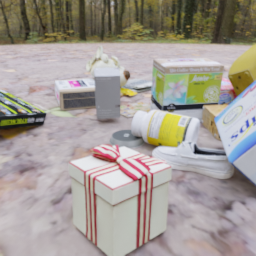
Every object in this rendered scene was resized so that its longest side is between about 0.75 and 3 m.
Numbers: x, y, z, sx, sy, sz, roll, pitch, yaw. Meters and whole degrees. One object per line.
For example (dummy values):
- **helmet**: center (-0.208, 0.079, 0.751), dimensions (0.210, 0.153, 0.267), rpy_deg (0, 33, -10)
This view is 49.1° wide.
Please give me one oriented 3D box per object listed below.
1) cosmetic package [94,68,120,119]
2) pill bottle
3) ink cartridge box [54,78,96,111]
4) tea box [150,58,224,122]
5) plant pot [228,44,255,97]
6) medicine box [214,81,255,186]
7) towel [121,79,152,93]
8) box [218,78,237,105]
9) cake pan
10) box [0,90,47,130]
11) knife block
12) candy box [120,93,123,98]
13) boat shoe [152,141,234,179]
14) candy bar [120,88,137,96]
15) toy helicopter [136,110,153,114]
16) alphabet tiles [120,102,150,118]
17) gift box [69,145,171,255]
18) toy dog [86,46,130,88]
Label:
- **cosmetic package**: center (-0.794, -1.333, 10.803), dimensions (0.993, 1.859, 0.838), rpy_deg (-4, 38, -5)
- **pill bottle**: center (1.167, 0.062, 8.935), dimensions (1.991, 1.120, 1.120), rpy_deg (14, 25, 24)
- **ink cartridge box**: center (-2.453, -1.738, 13.872), dimensions (2.115, 0.964, 2.568), rpy_deg (-6, 23, -19)
- **tea box**: center (2.288, -1.538, 11.380), dimensions (2.386, 2.348, 1.595), rpy_deg (-5, 24, -12)
- **plant pot**: center (5.288, -2.095, 10.970), dimensions (2.181, 2.118, 2.132), rpy_deg (-32, 9, -16)
- **medicine box**: center (3.715, -0.148, 6.982), dimensions (1.426, 2.523, 2.770), rpy_deg (40, 23, -8)
- **towel**: center (0.397, -2.617, 16.838), dimensions (2.505, 0.433, 2.412), rpy_deg (-18, 28, -36)
- **box**: center (4.198, -1.532, 13.060), dimensions (1.264, 1.166, 2.463), rpy_deg (1, 21, 2)
- **cake pan**: center (-0.035, 0.353, 9.570), dimensions (1.219, 0.224, 1.219), rpy_deg (0, 22, 0)
- **box**: center (-4.865, -0.755, 10.317), dimensions (2.641, 0.628, 2.551), rpy_deg (26, 14, 21)
- **knife block**: center (3.989, -0.363, 10.611), dimensions (2.109, 0.769, 2.402), rpy_deg (-3, 21, -4)
- **candy box**: center (-0.734, -1.747, 14.872), dimensions (0.816, 0.230, 0.476), rpy_deg (8, 18, 15)
- **boat shoe**: center (1.752, 0.761, 7.756), dimensions (2.280, 0.781, 0.821), rpy_deg (14, 25, 31)
- **candy bar**: center (-0.791, -2.140, 15.772), dimensions (2.892, 0.320, 0.721), rpy_deg (16, 26, 36)
- **toy helicopter**: center (0.565, -0.227, 10.672), dimensions (0.942, 0.562, 1.424), rpy_deg (13, 34, 22)
- **alphabet tiles**: center (0.587, -0.838, 12.794), dimensions (2.250, 0.071, 1.873), rpy_deg (-14, 25, -32)
- **gift box**: center (-0.117, 1.180, 5.429), dimensions (1.575, 1.593, 1.706), rpy_deg (16, 24, 42)
- **toy dog**: center (-0.895, -2.994, 14.808), dimensions (2.127, 1.484, 2.063), rpy_deg (23, 32, -31)
